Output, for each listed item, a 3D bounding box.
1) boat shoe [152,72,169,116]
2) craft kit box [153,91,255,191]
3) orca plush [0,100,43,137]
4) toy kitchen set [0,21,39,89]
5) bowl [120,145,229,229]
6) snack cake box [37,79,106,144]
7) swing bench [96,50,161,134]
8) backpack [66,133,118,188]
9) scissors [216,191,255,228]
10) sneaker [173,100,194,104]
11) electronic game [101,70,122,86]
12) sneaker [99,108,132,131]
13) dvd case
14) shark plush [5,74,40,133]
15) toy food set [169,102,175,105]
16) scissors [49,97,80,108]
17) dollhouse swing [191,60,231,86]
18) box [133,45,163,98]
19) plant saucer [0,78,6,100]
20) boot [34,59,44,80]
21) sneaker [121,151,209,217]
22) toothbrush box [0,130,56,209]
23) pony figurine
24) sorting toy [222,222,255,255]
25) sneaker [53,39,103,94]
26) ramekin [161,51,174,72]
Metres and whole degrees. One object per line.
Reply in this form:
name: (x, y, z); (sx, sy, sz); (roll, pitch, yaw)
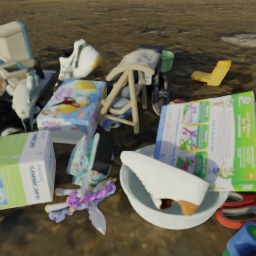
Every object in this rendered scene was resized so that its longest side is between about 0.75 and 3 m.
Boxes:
boat shoe: (1.091, -1.166, 9.390); (0.560, 0.484, 1.543); (-1, 71, -1)
craft kit box: (1.517, 0.276, 5.589); (1.963, 0.482, 1.988); (-9, 50, 31)
orca plush: (-3.907, -0.407, 8.394); (2.883, 1.025, 1.517); (-19, 36, -29)
toy kitchen set: (-4.168, -2.914, 10.361); (1.756, 2.388, 2.981); (-29, 44, -30)
bowl: (0.886, 1.276, 5.675); (2.118, 0.952, 2.118); (0, 31, 0)
snack cake box: (-1.618, -0.585, 8.714); (1.462, 0.854, 2.542); (5, 34, 5)
swing bench: (0.073, -1.279, 8.525); (1.321, 2.036, 2.025); (16, 28, 5)
backpack: (-0.855, 0.784, 6.207); (0.867, 1.152, 1.022); (21, 46, -15)
scissors: (3.133, 1.599, 5.922); (2.858, 0.199, 1.045); (-2, 25, -9)
sneaker: (2.000, -0.671, 9.450); (1.131, 0.400, 0.552); (9, 32, 19)
electronic game: (-0.531, -2.066, 10.579); (1.475, 0.307, 1.475); (-39, 15, 12)
sneaker: (-0.324, -0.259, 8.738); (1.145, 0.433, 0.441); (-29, 62, -17)
dvd case: (-4.352, -1.747, 11.260); (2.163, 0.232, 2.909); (4, 33, 3)
shark plush: (-2.867, -0.672, 8.383); (0.990, 0.907, 2.178); (-30, 58, 7)
toy food set: (2.273, -0.149, 7.914); (2.470, 0.496, 1.705); (7, 58, 10)
scissors: (-1.754, -0.677, 7.438); (0.452, 0.086, 1.234); (46, 25, 19)
dollhouse swing: (3.429, -2.422, 11.577); (1.137, 1.175, 1.293); (30, 31, 8)
box: (0.748, -2.191, 10.660); (0.967, 1.619, 1.646); (6, 27, 10)
plant saucer: (-5.197, -0.925, 9.472); (2.364, 0.407, 2.364); (-8, 39, 6)
boot: (-3.546, -2.346, 11.284); (0.397, 0.820, 0.306); (24, 39, 19)
sneaker: (0.445, 0.952, 4.967); (1.864, 0.789, 0.679); (19, -5, 46)
toothbrush box: (-2.799, 0.895, 5.969); (2.293, 0.987, 1.669); (-9, 21, -10)
pony figurine: (-0.891, 1.411, 5.487); (1.319, 1.098, 1.273); (-17, 15, 8)
sorting toy: (2.080, 2.277, 4.289); (2.271, 0.932, 1.364); (-7, 45, -35)
sneaker: (-2.007, -2.109, 9.954); (2.630, 1.153, 0.995); (-34, 12, 38)
ramekin: (1.439, -3.160, 13.295); (1.412, 0.689, 1.412); (0, 31, 0)
